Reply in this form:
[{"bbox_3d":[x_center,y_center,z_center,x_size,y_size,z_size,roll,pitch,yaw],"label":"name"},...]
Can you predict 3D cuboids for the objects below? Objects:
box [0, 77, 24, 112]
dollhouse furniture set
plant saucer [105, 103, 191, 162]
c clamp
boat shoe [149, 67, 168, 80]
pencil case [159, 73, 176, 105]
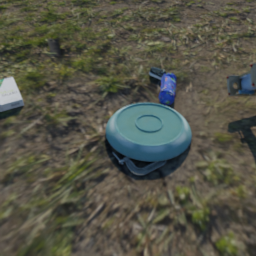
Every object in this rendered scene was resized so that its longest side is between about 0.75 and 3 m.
[{"bbox_3d":[-4.933,-1.289,10.903,1.301,0.328,1.803,-20,45,-21],"label":"box"},{"bbox_3d":[4.546,-0.910,9.610,1.556,1.565,2.220,-2,84,-11],"label":"dollhouse furniture set"},{"bbox_3d":[0.690,-0.049,9.391,2.904,0.398,2.904,1,39,-1],"label":"plant saucer"},{"bbox_3d":[0.399,0.903,8.594,1.439,0.195,1.229,-18,45,-18],"label":"c clamp"},{"bbox_3d":[1.414,-2.309,11.969,1.128,0.400,0.407,20,46,20],"label":"boat shoe"},{"bbox_3d":[1.538,-1.559,10.959,0.604,0.672,1.548,-21,33,28],"label":"pencil case"}]
